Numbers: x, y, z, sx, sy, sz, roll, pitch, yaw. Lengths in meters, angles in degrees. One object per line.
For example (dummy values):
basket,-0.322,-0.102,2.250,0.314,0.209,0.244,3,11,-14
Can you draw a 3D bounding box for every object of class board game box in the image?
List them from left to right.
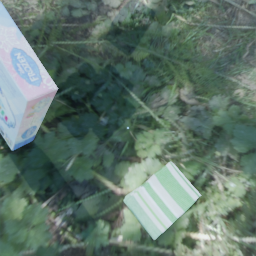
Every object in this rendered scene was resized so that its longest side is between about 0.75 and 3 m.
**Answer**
board game box,-2.791,-1.267,5.819,0.642,2.944,2.958,-32,87,-32

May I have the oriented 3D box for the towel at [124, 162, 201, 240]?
towel,0.933,1.910,7.633,1.746,0.204,1.332,-37,74,-14
